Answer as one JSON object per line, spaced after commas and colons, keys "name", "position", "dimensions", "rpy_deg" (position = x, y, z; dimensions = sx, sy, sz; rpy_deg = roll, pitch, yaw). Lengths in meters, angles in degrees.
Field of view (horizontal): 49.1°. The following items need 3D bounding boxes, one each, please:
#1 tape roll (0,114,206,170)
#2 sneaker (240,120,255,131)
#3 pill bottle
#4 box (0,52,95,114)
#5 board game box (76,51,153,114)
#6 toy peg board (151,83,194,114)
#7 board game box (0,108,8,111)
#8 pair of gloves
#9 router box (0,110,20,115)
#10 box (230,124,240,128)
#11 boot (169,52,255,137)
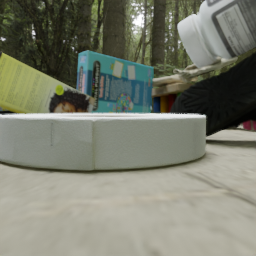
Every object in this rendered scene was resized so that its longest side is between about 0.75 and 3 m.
{"name": "tape roll", "position": [-0.296, 0.053, 3.340], "dimensions": [2.425, 0.443, 2.425], "rpy_deg": [0, 4, 0]}
{"name": "sneaker", "position": [3.600, -0.501, 5.926], "dimensions": [1.199, 1.011, 2.741], "rpy_deg": [-22, 6, -18]}
{"name": "pill bottle", "position": [1.576, -1.532, 3.890], "dimensions": [1.612, 0.917, 0.917], "rpy_deg": [-24, -9, 30]}
{"name": "box", "position": [-1.562, -0.536, 4.918], "dimensions": [0.528, 0.793, 2.106], "rpy_deg": [10, -8, 42]}
{"name": "board game box", "position": [-0.339, -1.077, 8.166], "dimensions": [2.357, 1.779, 0.553], "rpy_deg": [4, -1, -38]}
{"name": "toy peg board", "position": [2.305, -0.810, 10.618], "dimensions": [2.746, 1.343, 2.735], "rpy_deg": [-1, 1, -23]}
{"name": "board game box", "position": [-3.859, -0.903, 10.380], "dimensions": [2.391, 0.682, 2.442], "rpy_deg": [17, 22, 36]}
{"name": "pair of gloves", "position": [1.995, -1.744, 9.514], "dimensions": [2.329, 0.480, 2.739], "rpy_deg": [-17, 3, -41]}
{"name": "router box", "position": [-3.660, -0.266, 7.875], "dimensions": [0.875, 0.299, 1.173], "rpy_deg": [-12, -2, 41]}
{"name": "box", "position": [2.490, -0.392, 7.567], "dimensions": [1.263, 0.275, 1.012], "rpy_deg": [0, -33, -1]}
{"name": "boot", "position": [1.965, -0.280, 4.507], "dimensions": [1.681, 0.846, 2.249], "rpy_deg": [17, -32, -39]}
